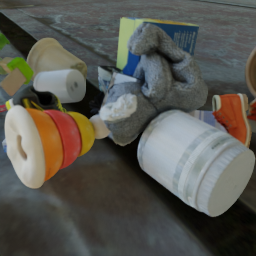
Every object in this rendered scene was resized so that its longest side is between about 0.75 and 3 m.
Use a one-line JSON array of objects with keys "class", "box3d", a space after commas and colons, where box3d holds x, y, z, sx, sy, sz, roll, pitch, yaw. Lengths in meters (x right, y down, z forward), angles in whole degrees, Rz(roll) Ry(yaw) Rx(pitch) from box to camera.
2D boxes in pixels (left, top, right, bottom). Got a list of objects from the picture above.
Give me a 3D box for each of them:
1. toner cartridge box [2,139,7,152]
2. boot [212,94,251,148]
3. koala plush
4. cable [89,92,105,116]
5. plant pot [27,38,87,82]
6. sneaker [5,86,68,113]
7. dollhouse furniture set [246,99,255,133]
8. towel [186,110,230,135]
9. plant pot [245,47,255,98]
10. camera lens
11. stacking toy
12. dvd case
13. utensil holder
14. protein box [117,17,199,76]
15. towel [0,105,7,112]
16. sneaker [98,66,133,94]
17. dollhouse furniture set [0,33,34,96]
[{"class": "toner cartridge box", "box3d": [-2.667, 0.142, 7.379, 0.653, 0.297, 1.375, 4, 32, 3]}, {"class": "boot", "box3d": [2.595, -0.116, 7.184, 0.906, 0.634, 1.690, 4, 65, -3]}, {"class": "koala plush", "box3d": [0.356, -0.662, 6.354, 2.301, 2.041, 2.115, -43, 72, -13]}, {"class": "cable", "box3d": [-0.363, -0.782, 8.947, 1.784, 0.555, 2.186, -19, 28, -13]}, {"class": "plant pot", "box3d": [-2.451, -2.147, 10.195, 1.607, 1.756, 1.756, 28, 40, 19]}, {"class": "sneaker", "box3d": [-1.935, -0.398, 7.083, 2.101, 0.889, 0.782, 18, 38, -54]}, {"class": "dollhouse furniture set", "box3d": [4.007, -0.129, 7.382, 1.617, 0.833, 1.600, -31, 40, -33]}, {"class": "towel", "box3d": [2.154, -0.200, 8.173, 1.821, 0.217, 1.338, 6, 32, 12]}, {"class": "plant pot", "box3d": [5.128, -1.779, 9.096, 2.333, 2.333, 2.034, 17, 13, 25]}, {"class": "camera lens", "box3d": [1.268, 0.623, 5.664, 1.550, 1.550, 1.937, -23, 38, -32]}, {"class": "stacking toy", "box3d": [-1.394, 0.210, 6.413, 2.399, 1.753, 1.753, -15, 34, -38]}, {"class": "dvd case", "box3d": [-0.343, -0.603, 7.428, 0.149, 1.699, 1.212, 15, 9, -37]}, {"class": "utensil holder", "box3d": [-2.150, -1.303, 8.916, 1.271, 1.081, 1.081, -1, 29, 27]}, {"class": "protein box", "box3d": [0.955, -2.614, 9.844, 2.226, 2.210, 1.502, -7, 28, -28]}, {"class": "towel", "box3d": [-3.274, -0.699, 8.188, 1.333, 0.207, 1.843, -23, 12, -25]}, {"class": "sneaker", "box3d": [-0.233, -1.168, 8.618, 0.870, 0.968, 2.242, -6, 31, -29]}, {"class": "dollhouse furniture set", "box3d": [-4.103, -1.769, 7.897, 2.316, 1.517, 1.162, 16, 63, 30]}]
